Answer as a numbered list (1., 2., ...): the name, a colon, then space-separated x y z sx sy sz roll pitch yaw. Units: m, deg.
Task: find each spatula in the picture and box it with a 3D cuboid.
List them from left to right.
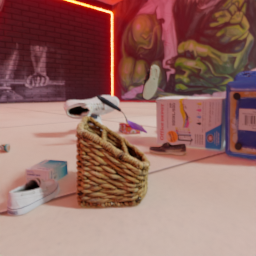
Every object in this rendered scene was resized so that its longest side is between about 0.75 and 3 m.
1. spatula: -0.246 -0.525 11.035 2.787 0.286 0.788 39 7 -39

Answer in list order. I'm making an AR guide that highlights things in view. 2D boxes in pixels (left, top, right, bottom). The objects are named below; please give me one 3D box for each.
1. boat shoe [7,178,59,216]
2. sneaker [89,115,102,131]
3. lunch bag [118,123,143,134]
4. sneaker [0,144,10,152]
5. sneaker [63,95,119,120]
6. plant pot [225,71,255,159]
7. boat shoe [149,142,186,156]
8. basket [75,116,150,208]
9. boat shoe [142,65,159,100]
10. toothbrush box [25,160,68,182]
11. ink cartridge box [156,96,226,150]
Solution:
1. boat shoe: -1.810 1.222 5.544 0.535 0.475 1.453 2 8 12
2. sneaker: -1.784 -0.374 14.675 1.083 1.050 2.967 -1 8 -15
3. lunch bag: 0.174 0.026 14.108 1.072 0.499 1.217 1 7 -26
4. sneaker: -4.372 0.721 9.932 0.309 0.276 0.773 -8 5 -18
5. sneaker: -1.597 -0.872 12.921 2.665 0.982 1.540 -9 17 -12
6. plant pot: 4.645 -0.384 9.082 2.836 2.836 2.550 6 16 37
7. boat shoe: 1.344 0.684 9.543 1.282 0.416 0.461 3 9 20
8. basket: -0.293 0.586 6.107 1.521 1.588 2.131 -1 7 -4
9. boat shoe: 0.816 -1.691 10.675 0.510 1.419 0.480 25 -19 -25
10. toothbrush box: -1.981 1.080 6.890 0.648 0.377 0.885 2 8 15
11. ink cartridge box: 2.611 -0.290 11.167 2.548 1.876 1.843 4 9 30
